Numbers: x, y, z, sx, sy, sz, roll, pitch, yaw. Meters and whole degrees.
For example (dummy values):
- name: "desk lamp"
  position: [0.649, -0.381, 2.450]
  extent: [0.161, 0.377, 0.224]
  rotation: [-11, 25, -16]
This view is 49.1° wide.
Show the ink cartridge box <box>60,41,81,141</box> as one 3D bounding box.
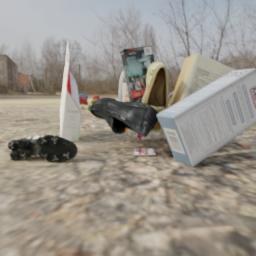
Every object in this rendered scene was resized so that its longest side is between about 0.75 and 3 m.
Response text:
- name: "ink cartridge box"
  position: [-1.945, -1.320, 9.767]
  extent: [0.708, 2.828, 2.275]
  rotation: [6, 30, -17]

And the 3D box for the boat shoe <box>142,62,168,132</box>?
- name: "boat shoe"
  position: [0.756, -0.789, 7.747]
  extent: [0.731, 1.995, 0.625]
  rotation: [-2, 20, -4]

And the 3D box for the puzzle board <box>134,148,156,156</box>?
- name: "puzzle board"
  position: [0.465, 0.671, 7.963]
  extent: [0.599, 0.069, 0.795]
  rotation: [-3, 8, 2]

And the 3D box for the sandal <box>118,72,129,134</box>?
- name: "sandal"
  position: [0.186, -0.827, 8.936]
  extent: [0.720, 2.514, 0.963]
  rotation: [21, 36, 23]

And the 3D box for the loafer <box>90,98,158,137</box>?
- name: "loafer"
  position: [-0.290, -0.291, 7.882]
  extent: [2.541, 0.892, 0.863]
  rotation: [12, -19, 45]

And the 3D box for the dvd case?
- name: "dvd case"
  position: [0.400, -1.500, 8.246]
  extent: [1.252, 1.715, 0.189]
  rotation: [-22, 16, -41]

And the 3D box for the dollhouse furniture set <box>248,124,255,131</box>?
- name: "dollhouse furniture set"
  position: [5.679, -0.285, 12.177]
  extent: [1.220, 0.799, 0.612]
  rotation: [5, 11, 26]

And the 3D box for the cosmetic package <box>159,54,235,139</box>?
- name: "cosmetic package"
  position: [1.952, -0.698, 8.117]
  extent: [1.312, 2.495, 0.887]
  rotation: [20, 0, -13]

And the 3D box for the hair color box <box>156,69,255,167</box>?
- name: "hair color box"
  position: [2.176, -0.329, 7.052]
  extent: [2.674, 1.324, 0.811]
  rotation: [-30, 17, -18]

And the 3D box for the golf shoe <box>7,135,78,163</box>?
- name: "golf shoe"
  position: [-2.123, 0.465, 7.284]
  extent: [1.857, 0.722, 0.878]
  rotation: [3, 9, 11]

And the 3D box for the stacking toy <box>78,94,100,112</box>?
- name: "stacking toy"
  position: [-1.601, -1.049, 11.380]
  extent: [0.903, 0.381, 0.817]
  rotation: [9, -34, -7]

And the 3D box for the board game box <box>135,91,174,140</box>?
- name: "board game box"
  position: [0.976, -0.411, 9.457]
  extent: [1.604, 0.208, 1.604]
  rotation: [-41, -12, -23]
